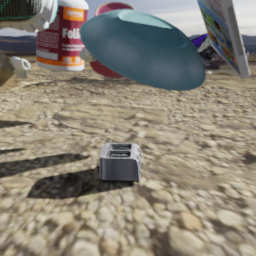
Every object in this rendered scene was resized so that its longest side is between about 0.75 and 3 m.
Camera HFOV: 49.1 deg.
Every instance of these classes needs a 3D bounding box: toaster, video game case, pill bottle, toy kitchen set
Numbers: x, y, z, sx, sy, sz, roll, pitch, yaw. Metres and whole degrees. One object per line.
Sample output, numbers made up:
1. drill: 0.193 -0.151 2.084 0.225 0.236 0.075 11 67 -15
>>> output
1. toaster: -0.203 0.769 6.243 1.021 0.606 0.924 1 17 4
2. video game case: 1.709 -2.142 5.395 0.197 2.181 1.562 -28 43 10
3. pill bottle: -2.142 -3.363 9.103 1.604 2.810 1.604 7 22 -3
4. toy kitchen set: -4.064 -1.672 8.312 0.955 1.059 0.864 -28 44 34

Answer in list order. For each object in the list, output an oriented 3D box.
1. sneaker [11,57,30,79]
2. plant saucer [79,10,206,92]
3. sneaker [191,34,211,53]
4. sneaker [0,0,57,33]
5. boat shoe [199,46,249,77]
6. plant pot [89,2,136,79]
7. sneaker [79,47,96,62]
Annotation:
1. sneaker: -3.154 -1.751 8.462 0.486 0.841 0.310 15 61 17
2. plant saucer: 0.431 -1.778 5.655 2.770 0.533 2.770 14 40 -13
3. sneaker: 2.125 -2.512 9.019 1.380 0.480 0.686 -39 44 4
4. sneaker: -2.866 -2.466 5.391 2.868 1.113 1.308 -4 -12 20
5. boat shoe: 2.389 -1.935 7.846 2.465 0.799 0.886 -2 29 -26
6. plant pot: -0.457 -3.463 10.742 2.360 2.112 2.360 1 53 -1
7. sneaker: -0.905 -2.316 7.996 1.418 0.543 0.573 -13 -16 31
